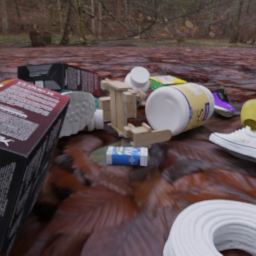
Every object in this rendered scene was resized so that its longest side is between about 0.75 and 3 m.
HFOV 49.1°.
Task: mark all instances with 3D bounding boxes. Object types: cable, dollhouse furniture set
[{"bbox_3d":[1.308,1.535,3.286,1.788,0.619,1.787,13,23,32],"label":"cable"},{"bbox_3d":[0.150,-0.577,8.079,1.222,1.431,2.760,-10,22,-22],"label":"dollhouse furniture set"}]

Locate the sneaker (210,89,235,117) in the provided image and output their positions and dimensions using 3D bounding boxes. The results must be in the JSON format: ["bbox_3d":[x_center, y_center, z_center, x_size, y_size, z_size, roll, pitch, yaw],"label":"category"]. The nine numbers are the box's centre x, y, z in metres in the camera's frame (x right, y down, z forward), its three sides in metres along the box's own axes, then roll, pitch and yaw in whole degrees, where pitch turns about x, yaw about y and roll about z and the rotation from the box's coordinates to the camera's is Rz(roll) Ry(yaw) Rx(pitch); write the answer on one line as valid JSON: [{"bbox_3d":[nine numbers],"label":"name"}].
[{"bbox_3d":[3.214,-0.969,9.786,0.581,0.831,1.671,31,6,-25],"label":"sneaker"}]

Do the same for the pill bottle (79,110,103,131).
[{"bbox_3d":[-1.355,-0.237,8.217,1.225,0.671,0.671,0,20,-2],"label":"pill bottle"}]

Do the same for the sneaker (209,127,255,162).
[{"bbox_3d":[2.574,0.314,6.250,0.668,0.648,1.829,32,-3,-25],"label":"sneaker"}]

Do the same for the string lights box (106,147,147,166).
[{"bbox_3d":[-0.019,0.640,6.345,0.895,0.264,0.460,1,18,3],"label":"string lights box"}]

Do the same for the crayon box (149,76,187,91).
[{"bbox_3d":[1.861,-2.060,13.498,1.156,0.567,1.946,-6,20,-17],"label":"crayon box"}]

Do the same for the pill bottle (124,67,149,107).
[{"bbox_3d":[0.265,-1.462,10.160,0.888,0.888,1.599,-5,-24,-14],"label":"pill bottle"}]

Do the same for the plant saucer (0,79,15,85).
[{"bbox_3d":[-4.947,-1.947,13.229,2.529,0.473,2.529,0,23,0],"label":"plant saucer"}]

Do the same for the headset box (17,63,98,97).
[{"bbox_3d":[-2.539,-1.750,10.880,2.032,1.055,2.731,2,4,24],"label":"headset box"}]

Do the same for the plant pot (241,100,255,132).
[{"bbox_3d":[3.698,-0.262,8.200,0.924,0.924,0.656,15,47,37],"label":"plant pot"}]

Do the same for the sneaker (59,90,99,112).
[{"bbox_3d":[-1.737,-0.818,9.374,0.874,0.978,2.449,9,21,27],"label":"sneaker"}]

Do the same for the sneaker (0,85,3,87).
[{"bbox_3d":[-4.926,-1.001,9.986,1.716,1.094,2.969,4,11,17],"label":"sneaker"}]

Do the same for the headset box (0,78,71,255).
[{"bbox_3d":[-1.689,0.514,3.935,1.003,1.934,2.598,19,19,-9],"label":"headset box"}]

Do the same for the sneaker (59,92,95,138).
[{"bbox_3d":[-2.154,-0.244,7.095,2.971,1.135,1.196,-29,30,-37],"label":"sneaker"}]

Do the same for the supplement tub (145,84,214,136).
[{"bbox_3d":[1.549,-0.576,8.080,1.352,1.352,1.859,17,22,39],"label":"supplement tub"}]
